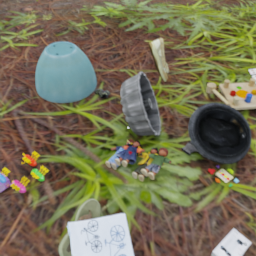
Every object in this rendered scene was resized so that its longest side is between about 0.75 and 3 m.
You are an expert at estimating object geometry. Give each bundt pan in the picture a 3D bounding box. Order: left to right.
[{"bbox_3d":[0.441,-0.814,10.899,0.960,2.557,2.557,-15,41,17],"label":"bundt pan"}]

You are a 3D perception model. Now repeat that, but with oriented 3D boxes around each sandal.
[{"bbox_3d":[-1.281,2.908,8.046,0.732,0.526,1.843,42,52,-17],"label":"sandal"}]

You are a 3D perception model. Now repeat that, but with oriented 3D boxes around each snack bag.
[{"bbox_3d":[-0.721,3.273,7.601,1.740,0.186,1.641,-3,60,-20],"label":"snack bag"}]

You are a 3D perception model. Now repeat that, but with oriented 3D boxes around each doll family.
[{"bbox_3d":[0.352,1.010,9.944,2.506,0.983,1.449,21,52,25],"label":"doll family"}]

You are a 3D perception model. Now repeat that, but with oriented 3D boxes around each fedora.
[{"bbox_3d":[3.215,0.267,10.320,2.410,1.100,2.410,2,77,-9],"label":"fedora"}]

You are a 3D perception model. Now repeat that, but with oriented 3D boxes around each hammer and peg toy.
[{"bbox_3d":[4.789,-1.380,12.516,2.422,0.854,1.782,-4,45,-5],"label":"hammer and peg toy"}]

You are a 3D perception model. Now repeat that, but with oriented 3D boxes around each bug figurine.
[{"bbox_3d":[-3.660,1.565,9.576,1.380,0.458,1.779,35,39,21],"label":"bug figurine"}]

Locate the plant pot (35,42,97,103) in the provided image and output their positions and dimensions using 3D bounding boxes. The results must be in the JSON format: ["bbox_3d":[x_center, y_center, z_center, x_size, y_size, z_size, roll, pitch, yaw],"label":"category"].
[{"bbox_3d":[-3.026,-2.846,13.230,2.945,1.983,2.945,0,44,0],"label":"plant pot"}]

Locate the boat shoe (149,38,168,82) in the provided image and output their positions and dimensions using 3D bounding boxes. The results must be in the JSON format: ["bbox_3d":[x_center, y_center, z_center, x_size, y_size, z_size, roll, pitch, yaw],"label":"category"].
[{"bbox_3d":[1.489,-2.943,12.350,0.628,1.997,0.728,-24,35,4],"label":"boat shoe"}]

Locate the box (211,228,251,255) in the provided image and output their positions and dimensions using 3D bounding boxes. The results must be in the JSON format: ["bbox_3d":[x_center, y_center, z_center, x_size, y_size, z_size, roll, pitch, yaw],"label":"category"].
[{"bbox_3d":[2.883,3.415,7.853,1.046,0.314,0.610,-32,52,-30],"label":"box"}]

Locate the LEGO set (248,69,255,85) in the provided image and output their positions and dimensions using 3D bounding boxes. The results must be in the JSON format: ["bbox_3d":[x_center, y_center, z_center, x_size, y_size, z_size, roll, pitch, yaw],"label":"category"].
[{"bbox_3d":[7.389,-2.544,14.172,2.118,0.520,1.582,-8,43,8],"label":"LEGO set"}]

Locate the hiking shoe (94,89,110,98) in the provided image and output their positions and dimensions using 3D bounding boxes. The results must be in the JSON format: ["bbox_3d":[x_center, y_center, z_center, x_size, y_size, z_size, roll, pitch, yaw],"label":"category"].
[{"bbox_3d":[-1.260,-1.583,13.033,0.802,0.304,0.404,8,50,21],"label":"hiking shoe"}]

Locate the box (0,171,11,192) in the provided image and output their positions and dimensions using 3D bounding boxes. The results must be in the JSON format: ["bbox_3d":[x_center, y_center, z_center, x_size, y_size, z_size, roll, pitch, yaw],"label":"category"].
[{"bbox_3d":[-5.021,2.007,9.301,1.212,0.346,1.771,32,52,29],"label":"box"}]

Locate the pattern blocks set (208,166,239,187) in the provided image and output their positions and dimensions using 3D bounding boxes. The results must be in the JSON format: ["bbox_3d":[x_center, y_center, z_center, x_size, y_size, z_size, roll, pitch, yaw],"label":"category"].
[{"bbox_3d":[3.366,1.686,9.843,0.811,0.075,0.922,-19,47,-19],"label":"pattern blocks set"}]

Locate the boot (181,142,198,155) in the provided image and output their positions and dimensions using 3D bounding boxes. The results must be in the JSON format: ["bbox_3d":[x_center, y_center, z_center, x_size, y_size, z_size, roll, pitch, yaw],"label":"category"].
[{"bbox_3d":[2.454,0.873,10.602,0.787,0.275,0.518,26,52,39],"label":"boot"}]
